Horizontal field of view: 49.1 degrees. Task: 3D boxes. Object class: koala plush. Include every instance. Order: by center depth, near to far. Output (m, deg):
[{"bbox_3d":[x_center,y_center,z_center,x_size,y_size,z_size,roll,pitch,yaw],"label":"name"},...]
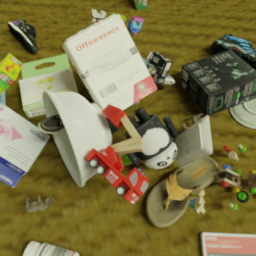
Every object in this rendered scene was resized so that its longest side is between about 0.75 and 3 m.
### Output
[{"bbox_3d":[0.603,-1.994,10.144,2.010,1.847,1.782,-9,60,-19],"label":"koala plush"}]

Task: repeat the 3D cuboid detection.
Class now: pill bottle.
[{"bbox_3d":[-2.041,3.502,7.373,1.308,0.745,0.745,13,61,8],"label":"pill bottle"}]

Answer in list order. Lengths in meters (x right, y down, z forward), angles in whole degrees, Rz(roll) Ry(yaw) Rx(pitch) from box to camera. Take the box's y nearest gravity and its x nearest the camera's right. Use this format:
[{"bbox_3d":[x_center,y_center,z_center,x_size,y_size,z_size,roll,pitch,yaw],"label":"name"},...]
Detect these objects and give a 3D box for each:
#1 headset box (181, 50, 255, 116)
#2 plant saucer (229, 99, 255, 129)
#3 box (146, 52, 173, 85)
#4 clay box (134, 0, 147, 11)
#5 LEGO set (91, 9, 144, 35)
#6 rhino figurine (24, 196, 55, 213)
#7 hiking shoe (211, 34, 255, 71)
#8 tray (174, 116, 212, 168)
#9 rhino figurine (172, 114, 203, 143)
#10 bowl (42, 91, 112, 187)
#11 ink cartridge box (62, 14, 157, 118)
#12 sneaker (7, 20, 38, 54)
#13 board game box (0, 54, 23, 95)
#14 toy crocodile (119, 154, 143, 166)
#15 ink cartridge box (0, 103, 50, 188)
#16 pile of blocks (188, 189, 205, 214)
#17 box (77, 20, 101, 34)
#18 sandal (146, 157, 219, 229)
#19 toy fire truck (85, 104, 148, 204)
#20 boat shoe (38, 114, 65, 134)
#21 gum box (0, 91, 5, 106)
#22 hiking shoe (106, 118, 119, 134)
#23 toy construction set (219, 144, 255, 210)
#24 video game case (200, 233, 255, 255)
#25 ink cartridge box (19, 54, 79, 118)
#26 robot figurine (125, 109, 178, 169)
[{"bbox_3d":[3.296,-1.672,9.982,2.183,1.012,1.900,-20,49,-9],"label":"headset box"},{"bbox_3d":[4.504,-0.747,10.049,1.641,0.412,1.641,0,60,0],"label":"plant saucer"},{"bbox_3d":[0.918,-1.839,8.676,0.345,0.800,0.655,-11,45,-42],"label":"box"},{"bbox_3d":[0.432,-6.673,13.040,0.503,1.214,2.113,-9,61,-5],"label":"clay box"},{"bbox_3d":[-0.363,-3.904,11.060,2.268,0.931,0.865,-2,38,-28],"label":"LEGO set"},{"bbox_3d":[-2.244,1.916,7.088,0.816,0.244,0.357,-11,77,2],"label":"rhino figurine"},{"bbox_3d":[4.651,-2.865,10.926,1.185,1.017,2.734,-41,68,-20],"label":"hiking shoe"},{"bbox_3d":[1.767,0.462,8.037,0.218,1.963,1.054,4,70,-15],"label":"tray"},{"bbox_3d":[2.091,0.189,9.334,0.720,0.492,1.646,31,74,16],"label":"rhino figurine"},{"bbox_3d":[-1.314,0.133,7.908,1.263,2.811,2.811,-21,62,-21],"label":"bowl"},{"bbox_3d":[-0.556,-1.781,8.319,1.781,1.037,2.446,-31,105,-10],"label":"ink cartridge box"},{"bbox_3d":[-4.183,-3.945,11.745,0.892,0.771,2.037,-33,65,-24],"label":"sneaker"},{"bbox_3d":[-3.860,-1.114,7.891,1.965,0.468,0.998,-37,32,20],"label":"board game box"},{"bbox_3d":[0.271,0.833,8.910,2.156,0.666,0.728,-9,34,-11],"label":"toy crocodile"},{"bbox_3d":[-3.769,0.527,8.715,1.928,0.425,1.964,38,59,-21],"label":"ink cartridge box"},{"bbox_3d":[1.879,2.049,7.583,0.408,0.309,0.994,-23,13,24],"label":"pile of blocks"},{"bbox_3d":[-1.172,-3.193,10.711,1.023,0.282,1.498,-23,97,29],"label":"box"},{"bbox_3d":[1.649,1.731,8.356,2.870,0.775,1.153,-35,64,-19],"label":"sandal"},{"bbox_3d":[-0.156,0.551,6.579,1.507,0.521,2.137,-47,59,-6],"label":"toy fire truck"},{"bbox_3d":[-1.888,-0.206,8.026,1.436,0.432,0.512,-17,72,-51],"label":"boat shoe"},{"bbox_3d":[-5.629,-0.314,9.195,2.978,0.663,2.530,-6,80,-2],"label":"gum box"},{"bbox_3d":[-1.366,-0.356,9.521,2.244,0.835,0.973,7,30,-14],"label":"hiking shoe"},{"bbox_3d":[3.585,1.450,8.490,1.498,1.381,1.797,-31,51,23],"label":"toy construction set"},{"bbox_3d":[2.902,4.088,7.330,1.776,0.217,2.484,2,60,1],"label":"video game case"},{"bbox_3d":[-3.050,-1.821,10.568,1.982,0.653,2.724,-15,63,-8],"label":"ink cartridge box"},{"bbox_3d":[0.603,0.314,7.659,1.715,1.289,1.070,57,31,-8],"label":"robot figurine"}]
